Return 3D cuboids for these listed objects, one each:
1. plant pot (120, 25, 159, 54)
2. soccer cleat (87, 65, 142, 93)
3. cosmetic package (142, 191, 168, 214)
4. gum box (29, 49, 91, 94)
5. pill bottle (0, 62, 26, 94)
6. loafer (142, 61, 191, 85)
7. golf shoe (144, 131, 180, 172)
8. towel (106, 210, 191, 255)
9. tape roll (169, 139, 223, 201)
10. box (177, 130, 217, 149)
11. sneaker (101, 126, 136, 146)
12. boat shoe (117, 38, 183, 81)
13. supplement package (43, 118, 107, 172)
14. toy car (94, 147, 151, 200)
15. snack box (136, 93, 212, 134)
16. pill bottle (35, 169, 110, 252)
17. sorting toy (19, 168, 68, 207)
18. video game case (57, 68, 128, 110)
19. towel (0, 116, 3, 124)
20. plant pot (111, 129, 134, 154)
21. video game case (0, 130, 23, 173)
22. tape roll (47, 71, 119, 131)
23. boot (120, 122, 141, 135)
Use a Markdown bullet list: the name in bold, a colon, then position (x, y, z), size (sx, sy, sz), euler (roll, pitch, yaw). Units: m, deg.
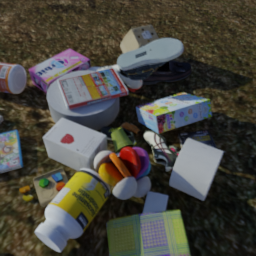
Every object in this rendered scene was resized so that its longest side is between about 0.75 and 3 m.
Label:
- **plant pot**: position (0.712, -4.082, 13.856), size (1.663, 1.472, 1.661), euler (-17, 71, -15)
- **soccer cleat**: position (-0.641, -2.518, 12.906), size (2.820, 1.201, 0.968), euler (21, 50, 18)
- **cosmetic package**: position (0.790, 2.617, 8.562), size (0.686, 0.493, 1.216), euler (12, 47, 11)
- **gum box**: position (-3.216, -2.623, 13.232), size (1.476, 0.860, 2.600), euler (33, 55, 27)
- **pill bottle**: position (-5.961, -2.327, 12.648), size (2.342, 1.314, 1.314), euler (10, 47, 9)
- **loafer**: position (1.757, -2.757, 13.328), size (2.884, 0.908, 1.037), euler (-14, 48, -13)
- **golf shoe**: position (1.113, 0.778, 10.173), size (0.820, 0.718, 1.861), euler (-38, 55, -18)
- **towel**: position (0.484, 3.181, 7.736), size (2.274, 0.259, 1.633), euler (-13, 54, 6)
- **tape roll**: position (2.183, 1.318, 8.952), size (1.168, 1.700, 1.700), euler (23, 51, 19)
- **box**: position (2.590, 0.587, 10.596), size (1.224, 0.296, 0.969), euler (-6, 47, -6)
- **sneaker**: position (-0.368, 0.190, 10.738), size (1.510, 0.639, 0.562), euler (21, 49, 18)
- **boat shoe**: position (0.944, -2.578, 10.754), size (2.567, 1.165, 0.908), euler (-9, 66, 23)
- **supplement package**: position (-1.835, 0.669, 9.942), size (1.911, 1.144, 1.159), euler (20, 50, 18)
- **toy car**: position (0.007, 1.239, 8.861), size (1.680, 1.440, 1.920), euler (47, 18, 31)
- **snack box**: position (1.720, -0.645, 10.910), size (2.282, 0.772, 1.925), euler (-16, 20, -17)
- **pill bottle**: position (-1.604, 2.383, 8.238), size (1.266, 1.266, 2.261), euler (23, 51, 20)
- **sorting toy**: position (-2.754, 2.015, 9.311), size (1.566, 0.210, 1.166), euler (-20, 50, -18)
- **video game case**: position (-1.464, -1.655, 11.423), size (2.494, 0.218, 1.783), euler (-16, 49, -14)
- **towel**: position (-5.875, -0.179, 11.378), size (1.381, 0.238, 0.915), euler (6, 45, 5)
- **plant pot**: position (-0.257, 0.455, 9.819), size (0.752, 0.752, 0.715), euler (-18, 67, -17)
- **video game case**: position (-5.177, 1.037, 10.175), size (2.426, 0.216, 1.736), euler (-15, 51, -13)
- **tape roll**: position (-1.848, -1.179, 11.801), size (2.959, 0.978, 2.959), euler (0, 47, -1)
- **boot**: position (0.114, 0.066, 10.951), size (0.613, 0.303, 0.789), euler (37, 19, 30)
